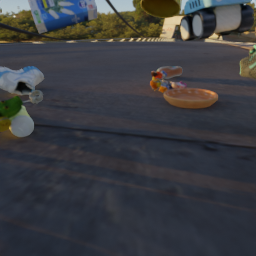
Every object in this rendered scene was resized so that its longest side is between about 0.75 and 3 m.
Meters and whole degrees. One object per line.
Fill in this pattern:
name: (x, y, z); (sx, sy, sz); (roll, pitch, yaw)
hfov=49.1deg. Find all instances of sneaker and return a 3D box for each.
sneaker: (-3.973, -1.695, 10.824); (1.126, 0.974, 2.598); (35, 23, 7)
sneaker: (1.932, -2.769, 13.944); (1.665, 0.594, 0.665); (-12, 16, -38)
sneaker: (3.694, -1.935, 6.964); (1.206, 1.026, 2.644); (17, 42, 42)

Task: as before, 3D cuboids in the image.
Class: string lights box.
string lights box: (-1.809, -3.365, 7.840); (1.727, 0.887, 0.509); (-19, -8, -8)

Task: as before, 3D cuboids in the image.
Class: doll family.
doll family: (1.449, -1.666, 10.986); (1.592, 0.717, 0.988); (35, 29, 29)

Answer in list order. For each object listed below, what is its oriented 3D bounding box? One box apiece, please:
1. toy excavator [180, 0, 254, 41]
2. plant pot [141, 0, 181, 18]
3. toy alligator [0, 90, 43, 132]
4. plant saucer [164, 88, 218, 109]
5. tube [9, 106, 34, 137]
toy excavator: (1.989, -3.294, 6.042); (1.255, 2.512, 2.442); (-11, 15, -8)
plant pot: (1.019, -3.861, 8.089); (1.161, 0.824, 1.161); (12, -6, 1)
toy alligator: (-2.897, -0.336, 6.210); (2.134, 0.513, 0.707); (-38, 70, -16)
plant saucer: (2.087, -0.997, 9.419); (1.783, 0.334, 1.783); (-1, 20, 0)
tube: (-2.970, -0.310, 7.351); (0.609, 0.545, 2.101); (36, -4, -32)
